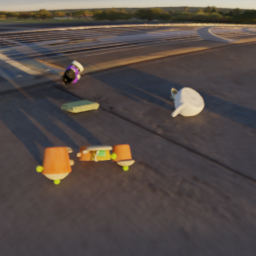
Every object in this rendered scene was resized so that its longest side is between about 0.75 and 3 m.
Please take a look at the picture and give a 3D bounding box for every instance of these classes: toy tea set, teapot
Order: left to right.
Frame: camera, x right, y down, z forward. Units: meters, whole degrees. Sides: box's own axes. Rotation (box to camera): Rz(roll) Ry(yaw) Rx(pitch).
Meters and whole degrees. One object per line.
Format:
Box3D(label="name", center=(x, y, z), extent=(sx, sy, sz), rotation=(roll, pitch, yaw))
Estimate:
Box3D(label="toy tea set", center=(-1.227, 1.051, 8.265), extent=(2.790, 1.033, 1.659), rotation=(-2, -3, 3))
Box3D(label="teapot", center=(2.474, -0.974, 11.996), extent=(1.339, 0.978, 1.321), rotation=(16, 47, -22))

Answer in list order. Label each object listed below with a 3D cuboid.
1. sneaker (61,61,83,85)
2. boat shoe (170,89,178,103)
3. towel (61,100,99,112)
Box3D(label="sneaker", center=(-3.206, -2.758, 15.181), extent=(1.142, 0.798, 2.295), rotation=(-56, 9, -18))
Box3D(label="boat shoe", center=(2.376, -1.521, 13.655), extent=(0.460, 0.404, 1.293), rotation=(-4, 28, -12))
Box3D(label="towel", center=(-2.165, -0.963, 12.555), extent=(1.445, 0.264, 1.072), rotation=(-17, 26, -40))
